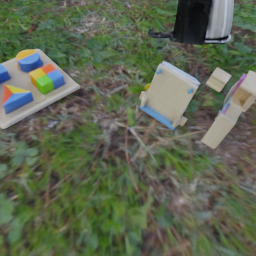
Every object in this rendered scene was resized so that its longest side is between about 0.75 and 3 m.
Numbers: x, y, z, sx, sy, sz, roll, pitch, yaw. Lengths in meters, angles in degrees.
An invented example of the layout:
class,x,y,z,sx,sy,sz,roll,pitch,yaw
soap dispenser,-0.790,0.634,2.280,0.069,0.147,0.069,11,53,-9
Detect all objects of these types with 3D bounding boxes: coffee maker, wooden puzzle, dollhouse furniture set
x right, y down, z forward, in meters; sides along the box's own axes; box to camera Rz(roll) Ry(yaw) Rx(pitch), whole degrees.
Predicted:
class,x,y,z,sx,sy,sz,roll,pitch,yaw
coffee maker,1.762,-3.469,7.251,2.225,2.317,1.561,-9,36,-10
wooden puzzle,-3.285,-1.481,8.577,2.592,0.648,2.798,-34,57,-26
dollhouse furniture set,1.797,-1.165,7.138,2.532,2.390,1.652,33,55,11
